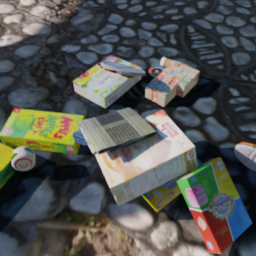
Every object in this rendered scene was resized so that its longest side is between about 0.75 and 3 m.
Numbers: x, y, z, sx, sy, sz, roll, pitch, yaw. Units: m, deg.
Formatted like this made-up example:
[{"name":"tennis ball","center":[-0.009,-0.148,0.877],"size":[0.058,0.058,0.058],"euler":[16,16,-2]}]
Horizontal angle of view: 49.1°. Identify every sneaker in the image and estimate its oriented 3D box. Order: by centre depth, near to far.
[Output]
[{"name":"sneaker","center":[5.096,0.937,10.131],"size":[2.428,0.942,1.360],"euler":[25,48,8]}]

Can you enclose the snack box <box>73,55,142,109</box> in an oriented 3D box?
[{"name":"snack box","center":[-0.907,-2.217,12.974],"size":[1.915,0.713,2.692],"euler":[29,54,24]}]

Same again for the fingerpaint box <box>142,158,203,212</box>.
[{"name":"fingerpaint box","center":[1.195,1.482,9.553],"size":[2.104,0.772,1.755],"euler":[-33,55,-21]}]

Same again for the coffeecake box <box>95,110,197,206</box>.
[{"name":"coffeecake box","center":[0.439,0.838,8.778],"size":[2.682,0.980,2.059],"euler":[-25,41,-8]}]

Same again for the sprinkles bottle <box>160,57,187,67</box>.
[{"name":"sprinkles bottle","center":[2.277,-3.131,13.992],"size":[1.298,0.443,0.443],"euler":[23,52,19]}]

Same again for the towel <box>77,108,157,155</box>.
[{"name":"towel","center":[-0.394,0.086,8.774],"size":[1.967,0.353,2.043],"euler":[-17,32,-18]}]

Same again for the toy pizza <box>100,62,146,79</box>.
[{"name":"toy pizza","center":[-0.225,-2.470,12.100],"size":[2.004,0.318,2.004],"euler":[13,19,-4]}]

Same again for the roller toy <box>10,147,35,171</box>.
[{"name":"roller toy","center":[-3.532,1.035,9.469],"size":[0.744,0.816,0.570],"euler":[-10,42,-13]}]

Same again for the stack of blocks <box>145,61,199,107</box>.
[{"name":"stack of blocks","center":[2.027,-1.990,12.778],"size":[1.378,0.701,2.394],"euler":[31,55,25]}]

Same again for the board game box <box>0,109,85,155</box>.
[{"name":"board game box","center":[-3.248,0.113,10.893],"size":[2.882,0.686,1.464],"euler":[6,48,5]}]

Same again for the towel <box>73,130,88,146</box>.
[{"name":"towel","center":[-0.703,0.191,10.292],"size":[2.414,0.586,1.347],"euler":[-13,12,-33]}]

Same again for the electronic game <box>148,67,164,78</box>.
[{"name":"electronic game","center":[1.449,-2.725,13.790],"size":[0.919,0.191,0.919],"euler":[0,48,0]}]

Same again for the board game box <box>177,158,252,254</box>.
[{"name":"board game box","center":[2.556,2.194,8.206],"size":[1.681,0.443,2.198],"euler":[-23,86,-35]}]

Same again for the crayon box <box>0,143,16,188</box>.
[{"name":"crayon box","center":[-5.221,1.688,9.409],"size":[1.814,0.726,2.858],"euler":[21,52,15]}]
